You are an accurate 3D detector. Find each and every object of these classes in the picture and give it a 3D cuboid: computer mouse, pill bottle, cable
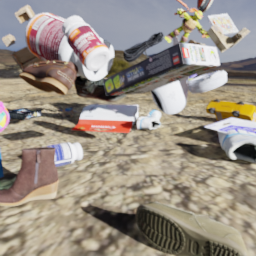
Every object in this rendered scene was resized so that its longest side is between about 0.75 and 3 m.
[{"bbox_3d":[0.852,-1.494,7.657,1.299,2.370,0.520,-25,-16,-8],"label":"computer mouse"},{"bbox_3d":[-0.970,-1.905,6.283,0.655,0.655,1.195,-15,62,-48],"label":"pill bottle"},{"bbox_3d":[-1.736,0.696,7.298,0.996,0.576,0.576,-8,15,-32],"label":"pill bottle"},{"bbox_3d":[2.781,-1.615,9.833,1.375,0.476,1.375,-24,9,-26],"label":"cable"},{"bbox_3d":[-1.823,-2.485,8.630,2.688,1.473,1.473,31,28,30],"label":"pill bottle"}]

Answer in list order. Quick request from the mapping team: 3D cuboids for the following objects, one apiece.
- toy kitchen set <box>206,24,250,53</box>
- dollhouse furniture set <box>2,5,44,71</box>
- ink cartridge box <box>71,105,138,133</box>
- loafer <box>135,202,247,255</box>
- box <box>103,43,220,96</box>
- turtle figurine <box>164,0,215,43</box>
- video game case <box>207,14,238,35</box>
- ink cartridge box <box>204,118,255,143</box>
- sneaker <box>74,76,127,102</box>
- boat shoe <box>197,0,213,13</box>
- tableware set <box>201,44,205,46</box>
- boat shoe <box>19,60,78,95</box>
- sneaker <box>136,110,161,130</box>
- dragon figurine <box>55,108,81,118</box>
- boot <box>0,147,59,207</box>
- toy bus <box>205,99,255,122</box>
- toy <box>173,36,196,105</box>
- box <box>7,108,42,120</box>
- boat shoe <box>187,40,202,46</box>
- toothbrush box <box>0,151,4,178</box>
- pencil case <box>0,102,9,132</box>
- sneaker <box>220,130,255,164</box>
[{"bbox_3d":[2.714,-2.586,7.418,0.812,0.733,0.663,-36,-2,-10],"label":"toy kitchen set"},{"bbox_3d":[-3.474,-2.941,10.566,1.464,2.825,1.251,-26,32,5],"label":"dollhouse furniture set"},{"bbox_3d":[-0.890,-0.492,12.129,2.407,0.845,2.961,2,9,8],"label":"ink cartridge box"},{"bbox_3d":[0.861,1.495,3.995,1.619,0.615,0.546,19,20,27],"label":"loafer"},{"bbox_3d":[0.612,-1.135,5.843,1.206,0.381,2.192,-9,-3,-43],"label":"box"},{"bbox_3d":[1.847,-3.301,9.039,1.780,1.435,0.573,25,43,-26],"label":"turtle figurine"},{"bbox_3d":[3.488,-3.825,10.360,0.851,0.935,0.107,-13,-24,-15],"label":"video game case"},{"bbox_3d":[4.143,0.190,9.549,2.324,0.504,2.303,15,20,42],"label":"ink cartridge box"},{"bbox_3d":[-1.097,-1.721,11.054,2.229,0.852,1.277,8,-28,9],"label":"sneaker"},{"bbox_3d":[1.531,-2.954,5.656,0.403,1.288,0.458,14,-9,-21],"label":"boat shoe"},{"bbox_3d":[3.197,-3.163,12.282,0.854,1.022,0.119,10,29,-31],"label":"tableware set"},{"bbox_3d":[-1.948,-1.299,6.908,2.118,0.745,0.746,16,-16,43],"label":"boat shoe"},{"bbox_3d":[1.044,-0.238,11.426,0.746,0.645,1.721,14,27,28],"label":"sneaker"},{"bbox_3d":[-2.923,-0.761,13.831,1.394,0.410,0.693,-4,14,-10],"label":"dragon figurine"},{"bbox_3d":[-1.995,0.900,5.368,1.277,1.062,0.462,-4,14,-17],"label":"boot"},{"bbox_3d":[4.545,-0.698,12.407,2.061,0.807,0.671,12,56,42],"label":"toy bus"},{"bbox_3d":[2.198,-2.392,10.726,0.684,1.669,2.898,-7,40,-2],"label":"toy"},{"bbox_3d":[-5.134,-0.687,13.678,1.432,0.329,1.138,7,15,29],"label":"box"},{"bbox_3d":[2.941,-3.367,11.762,0.391,0.434,1.207,5,30,-28],"label":"boat shoe"},{"bbox_3d":[-3.806,0.932,5.846,1.329,0.774,1.815,5,14,19],"label":"toothbrush box"},{"bbox_3d":[-2.869,-0.323,5.314,0.749,0.749,1.694,-12,20,-40],"label":"pencil case"},{"bbox_3d":[3.792,0.595,7.379,2.541,0.953,1.101,-5,18,17],"label":"sneaker"}]
